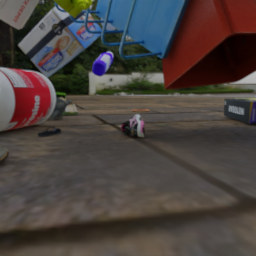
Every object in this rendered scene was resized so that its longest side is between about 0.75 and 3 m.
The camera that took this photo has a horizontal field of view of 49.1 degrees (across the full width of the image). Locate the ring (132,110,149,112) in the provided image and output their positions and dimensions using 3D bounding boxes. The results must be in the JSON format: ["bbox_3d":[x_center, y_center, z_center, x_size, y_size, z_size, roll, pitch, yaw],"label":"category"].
[{"bbox_3d":[0.612,-0.843,13.834,0.862,0.083,0.862,-1,8,0],"label":"ring"}]

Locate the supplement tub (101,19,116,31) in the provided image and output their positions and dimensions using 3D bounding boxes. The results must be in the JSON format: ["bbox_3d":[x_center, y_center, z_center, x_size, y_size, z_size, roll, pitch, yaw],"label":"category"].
[{"bbox_3d":[-0.605,-4.359,10.878,0.796,0.796,1.098,2,48,13],"label":"supplement tub"}]

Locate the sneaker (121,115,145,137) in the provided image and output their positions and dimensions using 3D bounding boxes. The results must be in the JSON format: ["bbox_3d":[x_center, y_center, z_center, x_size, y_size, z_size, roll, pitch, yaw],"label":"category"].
[{"bbox_3d":[0.068,-0.062,6.853,0.514,0.478,1.190,-2,7,-6],"label":"sneaker"}]

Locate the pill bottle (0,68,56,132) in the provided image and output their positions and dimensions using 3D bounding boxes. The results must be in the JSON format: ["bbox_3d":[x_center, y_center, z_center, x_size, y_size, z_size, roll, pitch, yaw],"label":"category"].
[{"bbox_3d":[-3.341,-0.751,7.399,1.659,1.659,2.955,2,8,15],"label":"pill bottle"}]

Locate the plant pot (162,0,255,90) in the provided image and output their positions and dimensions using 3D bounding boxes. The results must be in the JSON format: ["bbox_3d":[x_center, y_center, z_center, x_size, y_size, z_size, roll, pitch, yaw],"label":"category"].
[{"bbox_3d":[2.307,-2.644,7.011,2.670,2.353,2.667,-10,-12,-24],"label":"plant pot"}]

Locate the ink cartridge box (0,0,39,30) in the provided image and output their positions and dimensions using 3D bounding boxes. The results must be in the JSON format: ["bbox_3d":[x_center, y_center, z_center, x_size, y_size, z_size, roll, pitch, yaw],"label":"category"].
[{"bbox_3d":[-3.254,-3.644,6.949,1.955,1.432,0.809,27,31,-35],"label":"ink cartridge box"}]

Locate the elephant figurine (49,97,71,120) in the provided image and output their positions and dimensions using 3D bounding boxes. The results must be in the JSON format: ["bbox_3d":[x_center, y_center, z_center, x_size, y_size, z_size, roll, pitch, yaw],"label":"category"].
[{"bbox_3d":[-2.826,-0.693,10.351,1.019,0.929,1.313,27,-16,-14],"label":"elephant figurine"}]

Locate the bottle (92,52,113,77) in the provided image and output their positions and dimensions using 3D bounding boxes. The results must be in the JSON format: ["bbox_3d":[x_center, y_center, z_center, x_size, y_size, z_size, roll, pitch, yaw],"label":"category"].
[{"bbox_3d":[-1.113,-3.020,12.931,0.590,0.755,1.808,21,35,1],"label":"bottle"}]

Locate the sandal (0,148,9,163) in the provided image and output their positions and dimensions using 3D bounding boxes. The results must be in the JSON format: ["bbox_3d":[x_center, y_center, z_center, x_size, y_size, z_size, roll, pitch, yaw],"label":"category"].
[{"bbox_3d":[-2.266,0.401,3.841,0.556,0.371,1.361,6,10,35],"label":"sandal"}]

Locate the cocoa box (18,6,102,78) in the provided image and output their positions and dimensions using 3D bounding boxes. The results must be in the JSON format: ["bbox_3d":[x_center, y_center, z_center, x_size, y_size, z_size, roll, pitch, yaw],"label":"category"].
[{"bbox_3d":[-2.362,-3.120,9.846,2.313,1.518,1.543,-23,24,38],"label":"cocoa box"}]

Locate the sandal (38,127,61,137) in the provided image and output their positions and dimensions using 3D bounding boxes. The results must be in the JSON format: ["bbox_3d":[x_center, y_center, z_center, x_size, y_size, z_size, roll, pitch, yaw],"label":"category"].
[{"bbox_3d":[-1.897,0.084,6.868,0.291,0.164,0.767,3,8,18],"label":"sandal"}]

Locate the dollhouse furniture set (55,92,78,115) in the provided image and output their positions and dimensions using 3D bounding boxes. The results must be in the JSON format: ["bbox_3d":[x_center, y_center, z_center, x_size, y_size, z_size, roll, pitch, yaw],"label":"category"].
[{"bbox_3d":[-3.066,-0.807,12.638,1.146,0.885,2.292,4,25,-24],"label":"dollhouse furniture set"}]

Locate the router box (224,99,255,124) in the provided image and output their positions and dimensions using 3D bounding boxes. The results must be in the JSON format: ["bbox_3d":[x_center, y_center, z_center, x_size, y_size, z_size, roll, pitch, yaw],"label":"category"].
[{"bbox_3d":[4.886,-0.640,9.891,2.217,0.736,2.819,0,8,3],"label":"router box"}]

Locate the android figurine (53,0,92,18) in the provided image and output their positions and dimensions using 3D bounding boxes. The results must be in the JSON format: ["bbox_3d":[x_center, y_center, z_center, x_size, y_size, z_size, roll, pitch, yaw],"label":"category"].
[{"bbox_3d":[-1.285,-2.602,4.366,0.448,2.183,1.987,-38,-31,12],"label":"android figurine"}]

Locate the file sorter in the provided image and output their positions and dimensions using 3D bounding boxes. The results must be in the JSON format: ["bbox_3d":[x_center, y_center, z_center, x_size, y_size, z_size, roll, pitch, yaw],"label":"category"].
[{"bbox_3d":[-0.242,-3.056,6.569,1.689,1.910,2.753,-21,52,-42],"label":"file sorter"}]
